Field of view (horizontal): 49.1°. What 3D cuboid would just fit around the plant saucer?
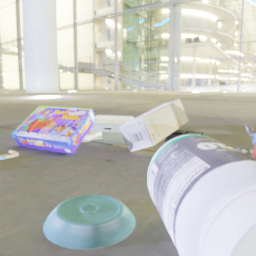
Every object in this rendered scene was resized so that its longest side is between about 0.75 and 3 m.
[{"bbox_3d":[-0.679,1.555,4.994,1.624,0.292,1.624,0,10,0],"label":"plant saucer"}]

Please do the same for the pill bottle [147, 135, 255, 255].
[{"bbox_3d":[1.243,1.059,3.708,1.570,1.570,2.776,-1,9,-7],"label":"pill bottle"}]

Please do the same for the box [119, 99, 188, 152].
[{"bbox_3d":[0.996,-0.146,10.097,1.195,0.978,2.516,-19,6,45],"label":"box"}]

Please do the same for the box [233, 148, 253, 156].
[{"bbox_3d":[3.035,0.919,8.012,1.132,0.345,1.404,3,16,21],"label":"box"}]

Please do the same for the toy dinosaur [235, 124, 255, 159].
[{"bbox_3d":[2.946,0.224,6.204,0.823,1.423,1.568,34,5,17],"label":"toy dinosaur"}]

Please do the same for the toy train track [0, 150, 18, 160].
[{"bbox_3d":[-4.350,0.892,8.468,1.184,0.336,2.065,9,13,39],"label":"toy train track"}]

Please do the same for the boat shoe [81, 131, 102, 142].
[{"bbox_3d":[-1.615,0.275,11.421,0.502,0.460,1.344,8,13,35],"label":"boat shoe"}]

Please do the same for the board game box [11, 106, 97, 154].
[{"bbox_3d":[-2.722,-0.011,10.344,2.604,0.583,1.751,5,44,27],"label":"board game box"}]

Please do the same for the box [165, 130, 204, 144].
[{"bbox_3d":[2.134,0.416,10.555,1.275,0.503,0.900,5,10,24],"label":"box"}]

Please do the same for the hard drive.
[{"bbox_3d":[-0.707,-0.204,11.937,1.804,0.365,2.736,2,9,3],"label":"hard drive"}]
